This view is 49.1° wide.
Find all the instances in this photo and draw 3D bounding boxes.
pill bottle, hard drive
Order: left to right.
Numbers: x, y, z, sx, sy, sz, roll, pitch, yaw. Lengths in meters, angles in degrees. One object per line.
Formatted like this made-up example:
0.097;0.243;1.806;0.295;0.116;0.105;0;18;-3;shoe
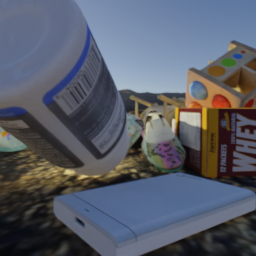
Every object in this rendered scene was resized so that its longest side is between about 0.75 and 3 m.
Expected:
-0.959;-0.349;4.266;1.669;1.669;2.933;1;-27;15;pill bottle
0.345;0.915;3.387;2.067;0.276;1.364;-3;5;-36;hard drive

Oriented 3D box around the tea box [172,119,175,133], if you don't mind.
1.975;0.142;9.475;0.872;0.886;0.592;0;4;-6;tea box

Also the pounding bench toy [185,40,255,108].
3.092;-0.673;8.799;2.310;2.962;1.840;-34;52;-20;pounding bench toy

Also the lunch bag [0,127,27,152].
-3.732;-0.119;8.718;2.481;1.513;2.113;1;8;-7;lunch bag

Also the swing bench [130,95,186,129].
1.939;-0.624;13.402;2.878;1.867;2.863;-1;4;-26;swing bench

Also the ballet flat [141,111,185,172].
0.694;0.121;6.544;0.872;0.898;2.522;-9;17;0;ballet flat

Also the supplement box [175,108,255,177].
2.208;0.200;6.079;1.897;1.277;1.923;-1;4;-7;supplement box

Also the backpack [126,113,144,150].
0.061;0.061;8.411;0.758;0.869;0.988;14;32;-41;backpack
